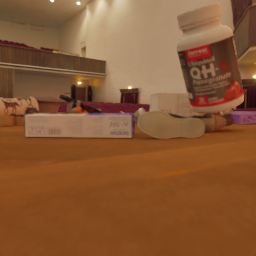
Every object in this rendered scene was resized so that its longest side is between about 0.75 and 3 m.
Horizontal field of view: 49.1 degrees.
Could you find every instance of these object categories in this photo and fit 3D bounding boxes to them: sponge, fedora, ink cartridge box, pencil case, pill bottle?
[{"bbox_3d":[5.008,-0.469,12.405,1.665,0.445,2.985,-1,5,-7],"label":"sponge"},{"bbox_3d":[-3.896,-0.805,12.698,2.054,1.049,2.322,0,-1,-15],"label":"fedora"},{"bbox_3d":[-1.019,-0.075,6.369,2.287,0.506,1.075,1,5,5],"label":"ink cartridge box"},{"bbox_3d":[-4.697,-0.656,10.455,1.213,1.055,2.712,30,22,33],"label":"pencil case"},{"bbox_3d":[2.156,-1.846,7.572,1.473,2.660,1.473,-16,16,5],"label":"pill bottle"}]

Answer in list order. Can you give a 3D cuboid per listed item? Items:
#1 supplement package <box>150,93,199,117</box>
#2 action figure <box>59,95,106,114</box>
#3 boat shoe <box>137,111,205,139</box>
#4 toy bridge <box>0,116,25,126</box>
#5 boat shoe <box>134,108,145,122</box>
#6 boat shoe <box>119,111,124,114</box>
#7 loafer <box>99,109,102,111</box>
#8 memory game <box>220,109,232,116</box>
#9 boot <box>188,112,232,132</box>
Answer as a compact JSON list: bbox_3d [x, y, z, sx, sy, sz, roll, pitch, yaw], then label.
[{"bbox_3d":[1.833,-0.801,11.467,1.656,1.218,1.583,1,4,-7],"label":"supplement package"},{"bbox_3d":[-1.432,-0.350,8.208,1.651,0.863,1.597,24,0,2],"label":"action figure"},{"bbox_3d":[0.859,-0.042,5.949,1.522,0.575,0.459,11,1,-18],"label":"boat shoe"},{"bbox_3d":[-3.026,-0.239,9.590,2.794,0.380,0.939,1,1,20],"label":"toy bridge"},{"bbox_3d":[0.520,-0.447,11.912,0.558,0.648,1.801,-22,-3,5],"label":"boat shoe"},{"bbox_3d":[-0.216,-0.396,11.079,0.387,0.423,1.132,19,-3,-9],"label":"boat shoe"},{"bbox_3d":[-1.303,-0.421,11.474,0.567,0.613,1.629,-13,1,-5],"label":"loafer"},{"bbox_3d":[3.677,-0.526,12.212,1.734,0.110,1.734,-17,5,2],"label":"memory game"},{"bbox_3d":[2.062,-0.187,7.849,1.179,0.566,1.613,-5,2,-10],"label":"boot"}]
